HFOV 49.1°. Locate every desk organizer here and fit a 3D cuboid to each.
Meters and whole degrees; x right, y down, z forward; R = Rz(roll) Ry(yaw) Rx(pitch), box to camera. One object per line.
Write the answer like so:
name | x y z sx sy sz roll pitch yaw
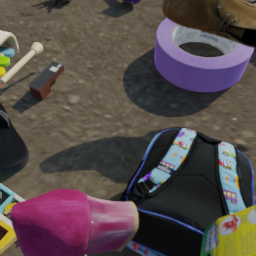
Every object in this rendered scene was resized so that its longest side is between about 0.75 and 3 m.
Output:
desk organizer | -2.234 -1.334 7.816 0.400 0.429 1.115 23 57 16

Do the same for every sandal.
sandal | -3.336 -0.101 6.799 2.824 0.605 1.074 38 62 25

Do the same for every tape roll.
tape roll | 2.164 -2.336 8.269 2.733 0.897 2.733 0 53 0

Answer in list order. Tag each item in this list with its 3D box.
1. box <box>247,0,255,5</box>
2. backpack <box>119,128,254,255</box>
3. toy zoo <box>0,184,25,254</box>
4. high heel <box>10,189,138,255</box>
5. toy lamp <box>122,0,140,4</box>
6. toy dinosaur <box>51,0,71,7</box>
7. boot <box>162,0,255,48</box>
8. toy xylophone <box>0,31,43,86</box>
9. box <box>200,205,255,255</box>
box | 5.434 -3.308 9.098 2.371 0.733 2.970 -23 57 -14
backpack | 1.148 1.183 5.227 2.202 1.623 2.412 18 39 11
toy zoo | -2.693 1.782 5.683 1.707 0.175 1.120 26 58 19
high heel | -0.861 1.486 2.875 1.110 2.315 0.780 13 40 -28
toy lamp | -0.433 -5.568 10.747 0.797 0.797 2.737 -29 56 -19
toy dinosaur | -2.622 -4.897 10.496 1.296 0.499 0.663 10 40 16
boot | 2.043 -2.349 6.021 2.625 0.966 0.990 9 43 -9
toy xylophone | -1.786 -0.757 3.384 1.198 0.411 1.636 16 43 6
box | 1.216 0.925 2.094 0.373 1.541 0.904 52 32 -9
